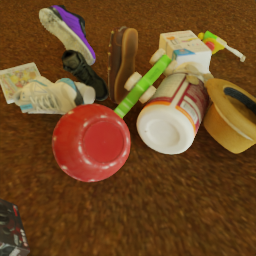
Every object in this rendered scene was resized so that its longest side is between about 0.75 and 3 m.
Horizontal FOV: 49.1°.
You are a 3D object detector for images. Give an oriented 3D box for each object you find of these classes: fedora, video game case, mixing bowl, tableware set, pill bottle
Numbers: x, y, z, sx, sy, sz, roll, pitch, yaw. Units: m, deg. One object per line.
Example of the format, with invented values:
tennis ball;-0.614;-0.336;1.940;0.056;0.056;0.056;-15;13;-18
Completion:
fedora;2.928;-0.170;7.633;2.828;1.153;2.828;25;34;-18
video game case;-3.814;-1.649;10.038;1.376;0.173;1.512;-21;61;-18
mixing bowl;-0.707;0.351;6.635;1.989;1.989;1.077;-21;6;-22
tableware set;2.064;-1.404;7.925;1.123;0.130;0.938;22;42;-5
pill bottle;-1.786;-1.151;9.264;1.272;0.721;0.721;15;44;26
pill bottle;1.500;-0.715;8.238;1.575;1.575;2.875;18;45;19

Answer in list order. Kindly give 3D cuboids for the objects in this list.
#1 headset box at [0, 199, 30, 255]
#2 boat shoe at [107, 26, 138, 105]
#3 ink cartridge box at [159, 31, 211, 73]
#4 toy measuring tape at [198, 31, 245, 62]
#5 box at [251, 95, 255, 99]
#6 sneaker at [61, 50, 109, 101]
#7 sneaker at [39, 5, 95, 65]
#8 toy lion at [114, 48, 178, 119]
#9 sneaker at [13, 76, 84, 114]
headset box;-2.871;1.776;5.115;0.713;1.846;1.374;-47;40;-1
boat shoe;-0.280;-2.050;9.270;0.871;2.477;0.872;20;18;35
ink cartridge box;2.048;-2.661;10.585;1.326;1.303;1.801;-9;43;-10
toy measuring tape;3.884;-3.330;11.992;2.173;0.799;0.799;35;49;4
box;4.104;-0.411;8.836;1.138;0.329;1.431;27;49;27
sneaker;-1.502;-1.766;9.316;0.793;1.188;2.075;-36;86;14
sneaker;-2.106;-3.883;11.314;2.822;0.981;1.403;48;53;-4
toy lion;0.292;-1.058;8.315;0.751;2.097;2.188;41;56;-1
sneaker;-2.460;-0.780;8.330;2.996;1.123;1.298;12;37;45
